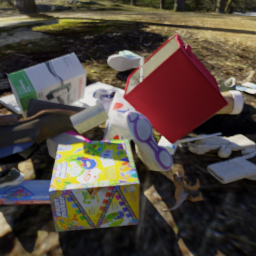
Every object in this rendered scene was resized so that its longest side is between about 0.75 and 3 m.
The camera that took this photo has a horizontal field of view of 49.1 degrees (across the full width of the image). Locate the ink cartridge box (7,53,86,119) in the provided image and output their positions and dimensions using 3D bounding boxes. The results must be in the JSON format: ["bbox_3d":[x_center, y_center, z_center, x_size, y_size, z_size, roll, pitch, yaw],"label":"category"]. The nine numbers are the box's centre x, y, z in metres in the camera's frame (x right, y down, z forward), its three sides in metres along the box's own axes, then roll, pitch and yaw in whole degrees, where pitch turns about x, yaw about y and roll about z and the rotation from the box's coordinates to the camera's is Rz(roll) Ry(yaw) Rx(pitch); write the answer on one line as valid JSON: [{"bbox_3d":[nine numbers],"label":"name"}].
[{"bbox_3d":[-3.132,-1.605,11.254,2.719,1.984,1.143,-26,72,-21],"label":"ink cartridge box"}]

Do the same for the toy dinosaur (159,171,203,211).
[{"bbox_3d":[1.450,1.789,7.451,0.956,0.543,1.799,-13,17,17],"label":"toy dinosaur"}]

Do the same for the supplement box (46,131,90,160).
[{"bbox_3d":[-1.857,0.683,8.958,1.570,0.812,0.795,24,40,39],"label":"supplement box"}]

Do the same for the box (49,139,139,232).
[{"bbox_3d":[-0.837,1.357,7.226,1.993,1.262,2.069,-3,28,-5],"label":"box"}]

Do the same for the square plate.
[{"bbox_3d":[-1.448,-1.419,13.139,2.782,0.399,2.809,25,40,36],"label":"square plate"}]

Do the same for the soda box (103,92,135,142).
[{"bbox_3d":[-0.285,-0.326,10.391,0.854,0.919,2.691,21,30,-9],"label":"soda box"}]

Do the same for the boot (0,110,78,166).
[{"bbox_3d":[-2.675,0.349,8.462,2.999,1.120,1.454,-6,62,4],"label":"boot"}]

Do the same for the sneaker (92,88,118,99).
[{"bbox_3d":[-0.975,-1.501,12.445,1.221,0.459,0.538,-15,37,-16],"label":"sneaker"}]

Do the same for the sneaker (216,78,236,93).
[{"bbox_3d":[4.074,-1.794,13.199,2.413,1.083,0.809,-10,29,-19],"label":"sneaker"}]

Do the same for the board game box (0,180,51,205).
[{"bbox_3d":[-2.713,1.760,7.700,1.615,0.157,0.832,0,28,-1],"label":"board game box"}]

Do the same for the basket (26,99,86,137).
[{"bbox_3d":[-2.528,-0.294,10.243,1.905,1.296,1.718,5,-16,-4],"label":"basket"}]

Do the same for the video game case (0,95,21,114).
[{"bbox_3d":[-4.677,-1.301,13.224,1.853,0.234,2.034,25,36,38],"label":"video game case"}]

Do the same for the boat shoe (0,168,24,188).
[{"bbox_3d":[-3.331,1.327,7.611,1.384,0.392,0.475,-15,29,37],"label":"boat shoe"}]

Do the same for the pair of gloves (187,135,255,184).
[{"bbox_3d":[3.319,0.775,8.829,2.349,0.484,2.763,-3,21,-10],"label":"pair of gloves"}]

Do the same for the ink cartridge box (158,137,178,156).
[{"bbox_3d":[1.391,0.570,9.696,0.563,0.329,0.778,11,32,18],"label":"ink cartridge box"}]

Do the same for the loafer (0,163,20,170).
[{"bbox_3d":[-3.980,0.719,9.191,0.564,0.643,1.789,-8,37,-27],"label":"loafer"}]

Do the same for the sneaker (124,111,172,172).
[{"bbox_3d":[0.408,0.472,8.286,0.777,2.074,1.033,-37,8,-33],"label":"sneaker"}]

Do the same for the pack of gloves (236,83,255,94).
[{"bbox_3d":[6.333,-1.984,14.571,1.074,0.252,1.279,-21,28,-22],"label":"pack of gloves"}]

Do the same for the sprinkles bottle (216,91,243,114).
[{"bbox_3d":[3.310,-1.022,11.922,2.864,0.977,0.977,-3,29,-4],"label":"sprinkles bottle"}]

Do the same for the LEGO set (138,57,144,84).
[{"bbox_3d":[0.530,-1.942,9.989,0.315,0.960,1.285,3,5,-3],"label":"LEGO set"}]

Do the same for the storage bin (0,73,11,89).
[{"bbox_3d":[-6.821,-2.526,15.159,0.746,0.518,1.104,-16,33,-27],"label":"storage bin"}]

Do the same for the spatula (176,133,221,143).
[{"bbox_3d":[2.121,0.292,8.424,1.252,0.101,0.870,-9,-7,-35],"label":"spatula"}]

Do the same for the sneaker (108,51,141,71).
[{"bbox_3d":[-0.466,-4.362,18.000,2.620,0.964,1.546,-10,34,-37],"label":"sneaker"}]

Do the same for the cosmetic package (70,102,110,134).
[{"bbox_3d":[-1.074,-0.276,7.964,0.987,0.511,0.361,-26,60,-1],"label":"cosmetic package"}]

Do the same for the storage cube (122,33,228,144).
[{"bbox_3d":[1.527,-1.333,9.514,2.376,2.643,2.260,43,25,-16],"label":"storage cube"}]
